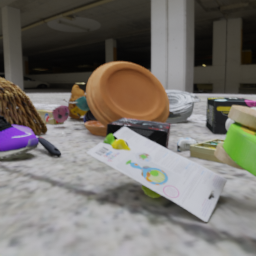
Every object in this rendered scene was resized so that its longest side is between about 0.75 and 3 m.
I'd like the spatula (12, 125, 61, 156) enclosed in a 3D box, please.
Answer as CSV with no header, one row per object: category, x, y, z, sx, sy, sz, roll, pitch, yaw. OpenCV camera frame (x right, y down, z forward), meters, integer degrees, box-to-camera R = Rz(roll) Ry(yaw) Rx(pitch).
spatula,-2.535,0.320,7.658,0.749,0.272,2.649,15,1,-44

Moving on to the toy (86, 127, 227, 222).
toy,0.429,0.734,4.464,1.988,0.469,1.145,30,34,19

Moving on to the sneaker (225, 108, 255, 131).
sneaker,4.053,0.051,7.964,2.794,1.067,1.125,7,20,43

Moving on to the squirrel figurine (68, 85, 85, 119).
squirrel figurine,-1.774,-1.062,13.729,2.188,1.659,2.344,11,8,-7

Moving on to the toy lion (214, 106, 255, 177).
toy lion,2.495,0.650,3.132,2.616,0.898,2.508,18,14,4

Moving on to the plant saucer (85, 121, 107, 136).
plant saucer,-0.576,-0.007,10.135,1.953,0.365,1.953,0,10,0

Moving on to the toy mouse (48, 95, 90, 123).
toy mouse,-2.066,-0.727,11.049,2.744,0.531,2.439,-21,-5,1

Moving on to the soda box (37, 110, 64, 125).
soda box,-3.567,-0.498,12.570,1.632,0.553,0.522,8,12,42

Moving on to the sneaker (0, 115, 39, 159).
sneaker,-3.537,-0.025,6.961,2.798,1.392,0.973,3,9,20

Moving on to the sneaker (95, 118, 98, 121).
sneaker,-0.162,-0.571,10.130,1.381,0.921,2.410,9,7,14

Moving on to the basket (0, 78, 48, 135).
basket,-4.453,-0.757,9.550,2.832,2.021,2.110,7,12,34

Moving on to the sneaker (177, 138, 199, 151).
sneaker,1.630,0.442,7.509,0.390,0.338,0.901,14,16,38

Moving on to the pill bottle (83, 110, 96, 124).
pill bottle,-1.465,-0.421,11.201,0.569,0.569,1.018,-3,-10,-17

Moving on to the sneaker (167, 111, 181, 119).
sneaker,1.771,-0.604,11.679,0.872,0.463,0.326,-4,7,7

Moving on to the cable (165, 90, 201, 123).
cable,1.942,-1.055,13.181,2.271,0.786,2.272,-26,37,-27

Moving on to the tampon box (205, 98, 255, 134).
tampon box,3.771,-0.496,10.514,1.432,1.206,1.910,1,9,7

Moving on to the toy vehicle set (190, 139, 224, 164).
toy vehicle set,2.700,0.608,6.561,2.109,0.280,1.310,9,13,43

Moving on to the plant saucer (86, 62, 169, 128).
plant saucer,0.104,-1.102,9.453,3.000,3.000,0.562,-4,-25,-25

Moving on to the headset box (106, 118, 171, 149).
headset box,0.335,0.215,7.139,1.391,0.722,1.869,8,9,11
